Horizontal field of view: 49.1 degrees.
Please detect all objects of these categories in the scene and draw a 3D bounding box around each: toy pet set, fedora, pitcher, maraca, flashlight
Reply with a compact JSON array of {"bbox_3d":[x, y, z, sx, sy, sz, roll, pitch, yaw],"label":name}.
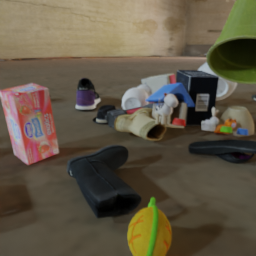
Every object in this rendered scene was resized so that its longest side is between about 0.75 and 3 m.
[{"bbox_3d":[2.015,-0.715,9.094,2.811,1.493,2.625,8,-1,-28],"label":"toy pet set"},{"bbox_3d":[-0.845,-0.580,10.957,1.217,0.556,1.217,-5,19,2],"label":"fedora"},{"bbox_3d":[0.209,-1.126,12.155,1.543,1.090,1.798,-33,11,24],"label":"pitcher"},{"bbox_3d":[0.316,1.538,4.224,0.632,0.810,1.182,16,11,0],"label":"maraca"},{"bbox_3d":[0.469,-0.509,10.542,2.515,0.851,0.854,-14,64,-30],"label":"flashlight"}]

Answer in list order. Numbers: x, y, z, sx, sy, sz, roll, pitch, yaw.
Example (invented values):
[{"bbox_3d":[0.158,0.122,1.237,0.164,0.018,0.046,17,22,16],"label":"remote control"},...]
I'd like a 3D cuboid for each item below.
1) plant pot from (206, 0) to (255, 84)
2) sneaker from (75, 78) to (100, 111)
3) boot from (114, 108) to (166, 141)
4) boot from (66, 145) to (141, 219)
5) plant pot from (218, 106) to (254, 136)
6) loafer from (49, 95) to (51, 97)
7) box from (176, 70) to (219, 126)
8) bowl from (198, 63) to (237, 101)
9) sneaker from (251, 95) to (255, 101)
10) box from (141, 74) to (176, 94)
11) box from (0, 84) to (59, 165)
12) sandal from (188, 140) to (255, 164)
[{"bbox_3d":[4.677,-3.568,10.581,2.858,2.714,2.858,16,-18,5],"label":"plant pot"},{"bbox_3d":[-1.915,-1.789,13.511,1.131,1.308,2.987,-2,17,-6],"label":"sneaker"},{"bbox_3d":[0.725,-0.137,9.428,1.530,0.717,1.969,18,22,42],"label":"boot"},{"bbox_3d":[-0.296,1.038,5.949,1.590,0.633,1.929,-18,21,-24],"label":"boot"},{"bbox_3d":[3.776,-0.293,9.768,1.224,0.822,1.224,-1,17,0],"label":"plant pot"},{"bbox_3d":[-4.776,-1.604,14.044,1.858,0.663,0.678,-15,23,-38],"label":"loafer"},{"bbox_3d":[2.567,-1.220,10.934,1.150,1.856,1.825,0,18,-7],"label":"box"},{"bbox_3d":[4.376,-2.178,13.868,2.168,2.168,0.974,4,34,11],"label":"bowl"},{"bbox_3d":[7.124,-1.673,14.217,1.634,0.692,0.609,2,17,6],"label":"sneaker"},{"bbox_3d":[1.633,-2.089,14.337,1.320,1.125,2.065,-5,13,21],"label":"box"},{"bbox_3d":[-2.586,-0.121,7.391,0.966,1.882,0.891,-22,30,-38],"label":"box"},{"bbox_3d":[2.705,0.646,7.599,2.133,0.510,0.802,-2,14,37],"label":"sandal"}]
